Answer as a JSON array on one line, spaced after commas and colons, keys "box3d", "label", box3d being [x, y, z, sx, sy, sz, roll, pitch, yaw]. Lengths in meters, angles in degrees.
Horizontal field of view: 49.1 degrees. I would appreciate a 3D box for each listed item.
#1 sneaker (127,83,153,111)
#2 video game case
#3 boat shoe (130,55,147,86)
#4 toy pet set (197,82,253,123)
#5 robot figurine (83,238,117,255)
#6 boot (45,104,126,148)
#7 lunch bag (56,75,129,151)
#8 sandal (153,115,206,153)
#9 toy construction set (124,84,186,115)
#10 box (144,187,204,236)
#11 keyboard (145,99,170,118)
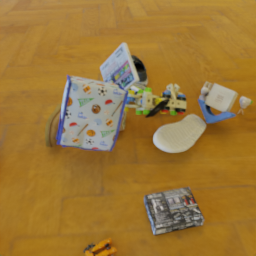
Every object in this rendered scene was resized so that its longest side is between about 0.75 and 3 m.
[{"box3d": [0.671, -1.549, 12.791, 2.471, 0.913, 1.000, 36, 44, 27], "label": "sneaker"}, {"box3d": [-0.390, -2.159, 11.144, 0.208, 1.807, 1.647, -6, 71, -40], "label": "video game case"}, {"box3d": [0.491, -3.205, 14.703, 0.953, 0.786, 2.778, -8, 42, -9], "label": "boat shoe"}, {"box3d": [4.191, -0.798, 11.951, 2.880, 1.529, 2.689, 29, 14, 25], "label": "toy pet set"}, {"box3d": [-0.776, 3.391, 7.605, 0.870, 0.253, 0.631, -19, 45, -21], "label": "robot figurine"}, {"box3d": [-1.595, -0.161, 11.137, 2.909, 0.962, 2.547, 4, 41, 3], "label": "boot"}, {"box3d": [-1.313, -0.402, 9.669, 2.053, 2.415, 1.496, 8, 17, -15], "label": "lunch bag"}, {"box3d": [2.039, 0.354, 10.784, 2.998, 0.737, 1.220, -22, 60, -41], "label": "sandal"}, {"box3d": [1.264, -1.051, 11.244, 2.744, 1.264, 1.799, -14, 10, -34], "label": "toy construction set"}, {"box3d": [1.352, 2.496, 8.522, 1.522, 0.379, 1.200, -9, 42, -10], "label": "box"}, {"box3d": [1.047, -0.747, 10.041, 0.599, 1.152, 0.228, -12, 70, -35], "label": "keyboard"}]
